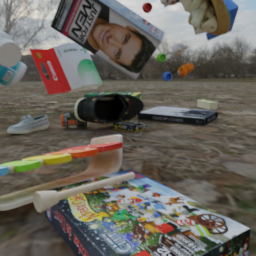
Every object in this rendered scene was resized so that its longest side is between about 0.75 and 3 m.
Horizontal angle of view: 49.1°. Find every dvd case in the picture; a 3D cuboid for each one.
[{"bbox_3d":[1.929,-0.496,10.808,2.581,0.319,1.940,6,14,30],"label":"dvd case"}]

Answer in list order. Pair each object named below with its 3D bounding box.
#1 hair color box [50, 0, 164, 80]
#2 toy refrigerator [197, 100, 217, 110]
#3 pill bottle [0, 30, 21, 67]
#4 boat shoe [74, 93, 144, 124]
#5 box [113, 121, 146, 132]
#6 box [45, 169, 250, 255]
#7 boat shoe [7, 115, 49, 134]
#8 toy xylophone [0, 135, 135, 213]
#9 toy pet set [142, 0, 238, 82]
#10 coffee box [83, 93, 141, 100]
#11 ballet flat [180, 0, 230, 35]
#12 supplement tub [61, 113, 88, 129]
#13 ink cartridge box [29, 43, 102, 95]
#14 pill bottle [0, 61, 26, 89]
[{"bbox_3d":[-0.597,-2.922,8.348,2.996,1.483,0.908,30,36,-9],"label":"hair color box"},{"bbox_3d":[3.913,-1.169,13.898,0.423,0.390,1.114,-4,12,-18],"label":"toy refrigerator"},{"bbox_3d":[-2.776,-1.715,5.839,1.178,0.674,0.674,32,28,29],"label":"pill bottle"},{"bbox_3d":[-0.381,-0.614,9.236,0.893,1.043,2.851,3,7,41],"label":"boat shoe"},{"bbox_3d":[0.046,-0.058,8.968,0.857,0.211,0.684,8,13,35],"label":"box"},{"bbox_3d":[0.056,1.051,3.141,1.370,0.378,2.007,-8,14,-34],"label":"box"},{"bbox_3d":[-3.070,-0.147,8.630,0.499,0.509,1.431,7,14,32],"label":"boat shoe"},{"bbox_3d":[-1.000,0.585,3.975,1.813,0.622,2.477,-10,0,41],"label":"toy xylophone"},{"bbox_3d":[1.632,-2.418,6.925,1.925,2.062,1.095,-24,16,-11],"label":"toy pet set"},{"bbox_3d":[-0.796,-1.595,15.349,2.841,0.625,1.747,3,12,14],"label":"coffee box"},{"bbox_3d":[1.186,-2.104,4.713,0.741,0.680,2.158,31,-5,36],"label":"ballet flat"},{"bbox_3d":[-1.724,-0.243,9.077,0.843,0.517,0.517,0,12,-6],"label":"supplement tub"},{"bbox_3d":[-2.192,-2.223,10.244,0.569,1.827,2.271,-29,-8,38],"label":"ink cartridge box"},{"bbox_3d":[-3.560,-1.727,7.490,1.460,0.809,0.809,33,-6,-30],"label":"pill bottle"}]
